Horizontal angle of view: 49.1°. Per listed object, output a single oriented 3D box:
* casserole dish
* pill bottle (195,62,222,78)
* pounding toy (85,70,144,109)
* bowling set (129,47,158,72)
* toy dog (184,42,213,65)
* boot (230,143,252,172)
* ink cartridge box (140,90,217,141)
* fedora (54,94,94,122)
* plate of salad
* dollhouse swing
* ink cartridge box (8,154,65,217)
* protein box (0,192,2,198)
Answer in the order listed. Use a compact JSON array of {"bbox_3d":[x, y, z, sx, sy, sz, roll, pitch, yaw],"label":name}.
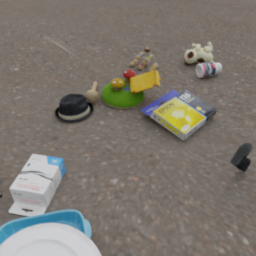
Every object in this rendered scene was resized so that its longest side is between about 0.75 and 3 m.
[{"bbox_3d":[-2.234,3.032,7.285,2.584,0.501,1.565,-8,39,-11],"label":"casserole dish"},{"bbox_3d":[4.285,-3.096,14.858,1.233,0.738,0.738,-12,40,-15],"label":"pill bottle"},{"bbox_3d":[-0.540,-1.978,12.989,2.651,1.230,2.046,6,38,4],"label":"pounding toy"},{"bbox_3d":[0.812,-3.828,15.516,1.687,1.174,0.905,16,42,25],"label":"bowling set"},{"bbox_3d":[3.942,-4.076,16.037,1.557,1.086,1.510,-6,74,-11],"label":"toy dog"},{"bbox_3d":[3.826,0.982,9.133,1.062,0.875,0.348,29,16,-45],"label":"boot"},{"bbox_3d":[2.139,-0.765,11.825,2.298,0.546,2.325,-34,60,-32],"label":"ink cartridge box"},{"bbox_3d":[-2.362,-0.980,12.142,1.707,0.779,1.707,0,39,0],"label":"fedora"},{"bbox_3d":[-1.890,3.571,6.113,2.903,0.697,2.903,0,51,0],"label":"plate of salad"},{"bbox_3d":[0.872,-1.884,12.531,1.217,1.070,1.106,-14,59,21],"label":"dollhouse swing"},{"bbox_3d":[-2.861,1.760,8.768,1.118,0.654,1.927,6,39,8],"label":"ink cartridge box"},{"bbox_3d":[-4.553,2.009,8.467,0.921,0.626,0.928,20,42,23],"label":"protein box"}]
